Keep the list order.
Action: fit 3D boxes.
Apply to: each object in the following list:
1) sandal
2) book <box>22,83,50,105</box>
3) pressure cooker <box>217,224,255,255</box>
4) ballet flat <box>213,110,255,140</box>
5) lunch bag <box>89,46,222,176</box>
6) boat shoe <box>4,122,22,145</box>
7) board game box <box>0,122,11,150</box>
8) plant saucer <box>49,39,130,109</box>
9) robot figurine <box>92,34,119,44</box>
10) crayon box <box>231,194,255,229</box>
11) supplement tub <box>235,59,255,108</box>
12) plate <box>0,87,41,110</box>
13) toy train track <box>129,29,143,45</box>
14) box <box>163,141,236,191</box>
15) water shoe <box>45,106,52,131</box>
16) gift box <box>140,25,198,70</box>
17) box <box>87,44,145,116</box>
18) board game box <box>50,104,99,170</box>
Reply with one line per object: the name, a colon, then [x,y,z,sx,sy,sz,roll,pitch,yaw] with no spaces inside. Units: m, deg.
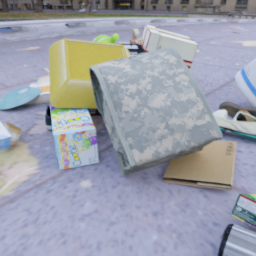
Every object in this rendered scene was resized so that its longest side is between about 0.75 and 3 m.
sandal: [3.673,-0.401,8.968,1.555,0.635,0.424,21,46,11]
book: [-3.586,-1.467,11.470,1.262,0.454,1.890,-3,26,0]
pressure cooker: [1.829,1.941,4.168,0.891,0.796,0.784,15,27,28]
ballet flat: [3.042,-0.161,8.377,2.259,0.785,0.785,13,29,17]
lunch bag: [0.479,-0.506,6.578,2.196,2.678,1.574,-17,-13,-13]
boat shoe: [-3.325,0.177,7.903,0.523,0.491,1.419,26,-4,-21]
board game box: [-4.406,-0.365,6.365,2.851,0.522,2.157,48,40,17]
plant saucer: [-0.932,-1.760,8.382,2.736,0.663,2.737,1,50,-18]
robot figurine: [-0.937,-3.468,13.150,2.158,1.893,1.248,49,28,25]
crayon box: [2.655,1.597,4.621,1.497,0.436,1.291,23,4,38]
supplement tub: [5.266,-1.928,9.175,1.927,2.921,1.927,27,42,-26]
plate: [-4.219,-1.226,10.706,1.787,0.228,1.787,-13,29,7]
toy train track: [0.314,-2.866,11.200,0.340,2.091,1.200,29,46,29]
box: [1.813,0.812,6.891,1.507,0.196,1.844,2,27,23]
water shoe: [-2.395,-0.502,9.258,0.570,0.630,1.595,-4,27,-7]
gift box: [1.385,-2.985,12.443,2.421,2.593,2.393,13,21,-8]
box: [-0.665,-1.734,9.821,2.932,1.263,2.401,-5,53,-19]
board game box: [-1.500,0.106,7.576,1.012,1.030,1.964,-9,28,-14]
